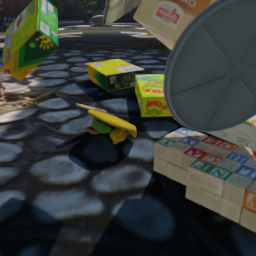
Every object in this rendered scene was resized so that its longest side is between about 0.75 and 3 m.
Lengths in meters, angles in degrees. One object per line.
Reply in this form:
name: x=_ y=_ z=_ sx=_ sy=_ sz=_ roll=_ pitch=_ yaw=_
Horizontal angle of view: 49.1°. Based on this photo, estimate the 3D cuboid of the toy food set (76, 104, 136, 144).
toy food set: x=-0.604 y=-0.025 z=7.604 sx=1.111 sy=0.617 sz=1.888 roll=11 pitch=12 yaw=-45

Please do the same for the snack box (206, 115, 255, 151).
snack box: x=2.952 y=-0.352 z=7.993 sx=1.915 sy=0.713 sz=2.692 roll=-22 pitch=34 yaw=-37

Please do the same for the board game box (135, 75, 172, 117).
board game box: x=1.079 y=-1.247 z=10.071 sx=1.464 sy=0.686 sz=2.882 roll=-1 pitch=24 yaw=-3

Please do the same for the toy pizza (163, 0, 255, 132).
toy pizza: x=1.380 y=-0.811 z=3.814 sx=2.004 sy=2.004 sz=0.318 roll=-7 pitch=37 yaw=-15

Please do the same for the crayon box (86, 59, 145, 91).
crayon box: x=-0.668 y=-2.484 z=12.739 sx=1.814 sy=0.726 sz=2.858 roll=-13 pitch=28 yaw=-22

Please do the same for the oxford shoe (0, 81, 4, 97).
oxford shoe: x=-6.144 y=-1.622 z=10.595 sx=2.608 sy=0.951 sz=0.930 roll=-5 pitch=24 yaw=-11

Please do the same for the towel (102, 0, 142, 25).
towel: x=0.232 y=-3.624 z=7.371 sx=1.967 sy=0.353 sz=2.043 roll=-35 pitch=1 yaw=-11

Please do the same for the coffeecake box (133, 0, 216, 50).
coffeecake box: x=1.610 y=-1.919 z=5.905 sx=2.059 sy=0.980 sz=2.682 roll=34 pitch=15 yaw=18

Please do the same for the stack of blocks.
stack of blocks: x=1.647 y=0.824 z=5.403 sx=2.394 sy=0.701 sz=1.378 roll=21 pitch=31 yaw=39

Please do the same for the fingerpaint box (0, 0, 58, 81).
fingerpaint box: x=-2.977 y=-2.768 z=8.555 sx=1.755 sy=0.772 sz=2.104 roll=-34 pitch=47 yaw=24
